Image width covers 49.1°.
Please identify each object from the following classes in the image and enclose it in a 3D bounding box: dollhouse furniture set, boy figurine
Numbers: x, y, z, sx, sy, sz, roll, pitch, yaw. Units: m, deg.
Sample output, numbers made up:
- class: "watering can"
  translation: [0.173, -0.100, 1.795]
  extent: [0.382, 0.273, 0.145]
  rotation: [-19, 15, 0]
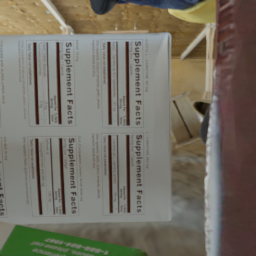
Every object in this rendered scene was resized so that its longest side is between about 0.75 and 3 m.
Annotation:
- class: "dollhouse furniture set"
  translation: [1.017, -0.333, 7.284]
  extent: [2.156, 1.839, 1.053]
  rotation: [-21, -12, -7]
- class: "boy figurine"
  translation: [0.961, -1.439, 2.697]
  extent: [2.555, 0.823, 1.589]
  rotation: [-10, 12, -26]

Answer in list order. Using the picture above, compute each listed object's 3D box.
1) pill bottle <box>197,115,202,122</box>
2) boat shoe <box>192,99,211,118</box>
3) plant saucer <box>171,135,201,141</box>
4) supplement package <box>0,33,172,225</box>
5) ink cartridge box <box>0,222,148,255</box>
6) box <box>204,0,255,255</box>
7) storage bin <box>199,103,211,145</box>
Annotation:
- class: "pill bottle"
  translation: [2.718, -0.250, 12.611]
  extent: [1.178, 0.660, 0.660]
  rotation: [-5, 8, -32]
- class: "boat shoe"
  translation: [3.158, -0.279, 9.069]
  extent: [0.851, 0.945, 2.619]
  rotation: [5, 24, -36]
- class: "plant saucer"
  translation: [1.102, -0.012, 10.345]
  extent: [2.704, 0.655, 2.703]
  rotation: [-2, 6, -19]
- class: "supplement package"
  translation: [-0.945, -0.091, 4.120]
  extent: [2.780, 2.044, 2.658]
  rotation: [-1, 6, -1]
- class: "ink cartridge box"
  translation: [-0.858, 0.920, 0.554]
  extent: [1.367, 0.774, 1.864]
  rotation: [2, 6, 21]
- class: "box"
  translation: [1.878, 0.187, 0.845]
  extent: [2.637, 2.188, 2.166]
  rotation: [4, 7, 35]
- class: "storage bin"
  translation: [2.730, 0.119, 4.066]
  extent: [1.902, 2.061, 2.832]
  rotation: [27, -3, -19]
